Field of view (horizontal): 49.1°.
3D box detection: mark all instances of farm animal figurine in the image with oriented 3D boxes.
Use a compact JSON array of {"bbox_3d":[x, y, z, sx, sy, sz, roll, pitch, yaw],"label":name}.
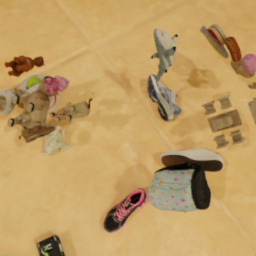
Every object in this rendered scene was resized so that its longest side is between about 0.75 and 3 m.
[{"bbox_3d":[-2.562,-0.790,8.587,2.728,1.422,2.698,45,115,8],"label":"farm animal figurine"}]

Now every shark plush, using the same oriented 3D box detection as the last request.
[{"bbox_3d":[1.001,-2.138,8.270,0.692,1.662,0.755,10,61,4],"label":"shark plush"}]

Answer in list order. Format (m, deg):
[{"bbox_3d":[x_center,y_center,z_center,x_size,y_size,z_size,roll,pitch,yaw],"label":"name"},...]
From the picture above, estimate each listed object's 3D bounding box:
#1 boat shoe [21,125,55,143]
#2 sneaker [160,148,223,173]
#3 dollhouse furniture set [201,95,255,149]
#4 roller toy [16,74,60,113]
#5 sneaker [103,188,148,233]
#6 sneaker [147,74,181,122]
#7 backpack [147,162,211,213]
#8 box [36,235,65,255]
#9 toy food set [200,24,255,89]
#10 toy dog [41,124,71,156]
[{"bbox_3d":[-2.535,0.071,8.016,0.404,1.124,0.382,-30,89,28],"label":"boat shoe"},{"bbox_3d":[2.051,1.021,9.163,1.954,0.711,0.827,6,26,8],"label":"sneaker"},{"bbox_3d":[3.135,-0.310,8.103,1.553,1.032,1.361,-20,91,34],"label":"dollhouse furniture set"},{"bbox_3d":[-3.107,-1.158,9.734,1.247,1.366,0.955,7,30,-44],"label":"roller toy"},{"bbox_3d":[-0.092,2.415,8.377,0.676,0.816,1.710,43,73,16],"label":"sneaker"},{"bbox_3d":[1.303,-1.143,10.164,0.805,0.728,1.889,-18,74,-19],"label":"sneaker"},{"bbox_3d":[1.257,1.588,7.241,1.515,1.264,0.959,-5,28,29],"label":"backpack"},{"bbox_3d":[-2.185,3.577,8.007,0.593,0.496,0.798,-23,66,-10],"label":"box"},{"bbox_3d":[3.474,-2.430,9.087,0.432,1.743,2.741,-41,93,9],"label":"toy food set"},{"bbox_3d":[-2.558,0.333,9.466,1.027,0.739,1.059,-36,67,16],"label":"toy dog"}]
